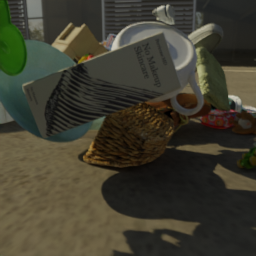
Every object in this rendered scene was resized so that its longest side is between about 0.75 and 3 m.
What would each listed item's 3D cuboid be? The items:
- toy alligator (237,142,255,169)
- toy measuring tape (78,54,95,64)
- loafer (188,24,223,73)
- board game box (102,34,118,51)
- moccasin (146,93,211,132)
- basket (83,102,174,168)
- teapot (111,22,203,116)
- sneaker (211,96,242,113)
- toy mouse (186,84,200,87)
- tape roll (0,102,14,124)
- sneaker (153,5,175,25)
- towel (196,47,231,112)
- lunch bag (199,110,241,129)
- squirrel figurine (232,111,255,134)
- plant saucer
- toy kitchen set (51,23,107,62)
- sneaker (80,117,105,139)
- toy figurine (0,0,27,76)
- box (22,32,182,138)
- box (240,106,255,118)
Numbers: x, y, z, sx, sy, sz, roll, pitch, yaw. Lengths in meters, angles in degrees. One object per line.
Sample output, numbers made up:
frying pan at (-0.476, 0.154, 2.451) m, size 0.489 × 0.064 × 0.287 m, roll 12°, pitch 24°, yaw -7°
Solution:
toy alligator at (2.775, 0.642, 6.198) m, size 1.160 × 0.279 × 0.385 m, roll -31°, pitch 3°, yaw -41°
toy measuring tape at (-1.333, -1.742, 9.015) m, size 0.862 × 0.862 × 2.342 m, roll 2°, pitch 33°, yaw 9°
loafer at (1.931, -2.058, 9.150) m, size 1.033 × 2.953 × 1.031 m, roll 16°, pitch 50°, yaw -26°
board game box at (-0.669, -3.271, 10.830) m, size 0.794 × 0.795 × 0.245 m, roll 19°, pitch -7°, yaw 22°
moccasin at (1.211, -0.378, 8.410) m, size 2.975 × 1.088 × 1.148 m, roll -5°, pitch 54°, yaw -24°
basket at (0.157, 0.351, 6.671) m, size 1.374 × 1.435 × 1.926 m, roll 35°, pitch 25°, yaw 14°
teapot at (0.602, -1.401, 7.011) m, size 2.188 × 1.619 × 2.216 m, roll -3°, pitch 55°, yaw -8°
sneaker at (3.534, -1.080, 11.573) m, size 1.047 × 0.890 × 2.295 m, roll -9°, pitch 17°, yaw -21°
toy mouse at (0.987, -1.083, 8.853) m, size 2.516 × 0.548 × 2.831 m, roll -23°, pitch -22°, yaw 10°
tape roll at (-5.425, -0.836, 10.399) m, size 2.826 × 0.988 × 2.826 m, roll 0°, pitch 15°, yaw 0°
sneaker at (0.918, -2.774, 6.902) m, size 0.399 × 0.379 × 0.992 m, roll -5°, pitch 2°, yaw 22°
towel at (2.655, -1.414, 8.721) m, size 0.408 × 1.658 × 2.235 m, roll -14°, pitch -17°, yaw 31°
lunch bag at (3.085, -0.358, 9.561) m, size 1.241 × 0.508 × 1.093 m, roll -10°, pitch 19°, yaw -33°
squirrel figurine at (3.757, -0.117, 8.773) m, size 0.956 × 0.676 × 0.892 m, roll 19°, pitch 9°, yaw 12°
plant saucer at (-1.745, -0.726, 5.964) m, size 0.455 × 2.362 × 2.362 m, roll -27°, pitch -3°, yaw 38°
toy kitchen set at (-2.156, -2.351, 10.944) m, size 2.058 × 2.522 × 2.276 m, roll 23°, pitch 72°, yaw 43°
sneaker at (-0.995, -0.274, 7.527) m, size 0.898 × 0.995 × 2.428 m, roll 14°, pitch 10°, yaw 28°
toy figurine at (-2.967, -1.557, 4.314) m, size 1.937 × 1.580 × 2.105 m, roll 0°, pitch -23°, yaw 14°
box at (-0.452, -0.762, 5.246) m, size 2.663 × 1.094 × 0.911 m, roll -21°, pitch 5°, yaw 6°
box at (4.745, -0.666, 11.197) m, size 0.708 × 0.223 × 1.287 m, roll -2°, pitch 16°, yaw -8°
